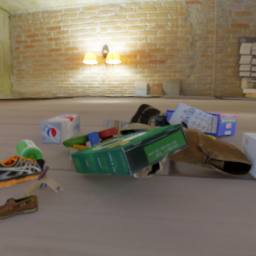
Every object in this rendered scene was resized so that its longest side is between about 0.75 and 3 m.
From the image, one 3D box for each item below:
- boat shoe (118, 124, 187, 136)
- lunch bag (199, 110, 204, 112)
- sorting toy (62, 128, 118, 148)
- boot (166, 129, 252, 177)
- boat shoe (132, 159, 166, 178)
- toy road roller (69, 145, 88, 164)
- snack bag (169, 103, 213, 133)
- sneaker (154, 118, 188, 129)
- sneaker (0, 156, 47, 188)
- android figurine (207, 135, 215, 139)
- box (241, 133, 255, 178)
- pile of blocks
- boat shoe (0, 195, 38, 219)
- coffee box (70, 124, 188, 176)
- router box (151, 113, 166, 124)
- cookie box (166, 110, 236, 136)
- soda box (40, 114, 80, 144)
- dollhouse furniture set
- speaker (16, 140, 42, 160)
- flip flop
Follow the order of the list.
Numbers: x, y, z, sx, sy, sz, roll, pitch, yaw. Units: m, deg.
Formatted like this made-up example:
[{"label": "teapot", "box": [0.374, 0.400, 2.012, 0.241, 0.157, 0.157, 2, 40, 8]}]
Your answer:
[{"label": "boat shoe", "box": [1.005, 0.425, 9.307, 2.909, 1.043, 1.108, 5, 1, 27]}, {"label": "lunch bag", "box": [3.358, -0.506, 15.763, 1.572, 0.973, 1.336, -10, 1, 39]}, {"label": "sorting toy", "box": [-1.211, 0.612, 9.893, 2.066, 0.848, 1.241, -15, -2, -14]}, {"label": "boot", "box": [2.066, 0.692, 7.560, 2.692, 0.991, 1.016, 12, 15, -11]}, {"label": "boat shoe", "box": [0.683, 1.027, 7.656, 0.568, 0.621, 1.662, 17, 21, 33]}, {"label": "toy road roller", "box": [-1.273, 0.862, 8.631, 0.936, 0.575, 0.683, 7, -2, 10]}, {"label": "snack bag", "box": [2.354, -0.180, 11.051, 1.508, 1.422, 0.161, 23, 25, -10]}, {"label": "sneaker", "box": [1.105, 0.194, 10.683, 2.672, 1.169, 0.986, 3, 10, 15]}, {"label": "sneaker", "box": [-2.785, 1.020, 7.279, 0.679, 0.670, 1.734, 3, 8, 28]}, {"label": "android figurine", "box": [3.143, 0.392, 11.901, 1.089, 0.246, 1.196, 8, -1, 32]}, {"label": "box", "box": [3.755, 0.773, 7.618, 0.804, 1.026, 1.649, 1, 9, 4]}, {"label": "pile of blocks", "box": [0.265, 0.231, 11.896, 2.737, 0.851, 1.124, 8, -2, 3]}, {"label": "boat shoe", "box": [-2.239, 1.498, 5.387, 0.965, 0.328, 0.347, -6, 11, -30]}, {"label": "coffee box", "box": [-0.104, 0.586, 6.964, 1.759, 0.629, 2.861, -21, 4, -34]}, {"label": "router box", "box": [2.537, -0.561, 17.117, 1.824, 0.567, 1.367, -9, 13, -42]}, {"label": "cookie box", "box": [3.475, -0.266, 13.366, 2.652, 0.997, 2.269, 8, 6, 38]}, {"label": "soda box", "box": [-2.973, -0.018, 12.696, 0.877, 0.944, 2.766, 1, 9, 7]}, {"label": "dollhouse furniture set", "box": [-1.931, 1.486, 6.312, 0.625, 0.698, 0.881, 39, 39, -2]}, {"label": "speaker", "box": [-3.077, 0.775, 8.663, 0.661, 0.661, 1.494, -5, 10, -27]}, {"label": "flip flop", "box": [0.638, -0.331, 11.332, 0.883, 0.627, 2.177, 27, 38, 10]}]
